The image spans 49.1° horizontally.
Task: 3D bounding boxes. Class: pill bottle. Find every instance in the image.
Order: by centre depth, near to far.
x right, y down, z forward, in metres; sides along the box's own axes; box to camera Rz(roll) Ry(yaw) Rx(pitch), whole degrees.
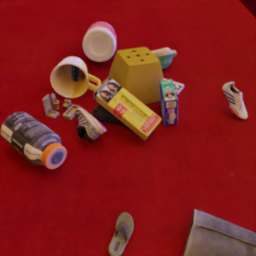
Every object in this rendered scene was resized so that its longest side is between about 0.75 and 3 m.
[{"bbox_3d":[-3.105,0.462,9.376,2.327,1.236,1.236,30,49,30],"label":"pill bottle"},{"bbox_3d":[-1.448,-4.627,14.739,1.631,1.631,2.906,-1,29,-1],"label":"pill bottle"}]

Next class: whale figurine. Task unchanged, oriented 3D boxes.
[{"bbox_3d":[1.802,-3.535,14.367,1.501,0.979,1.887,-6,12,29],"label":"whale figurine"}]

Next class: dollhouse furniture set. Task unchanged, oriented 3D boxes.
[{"bbox_3d":[-2.665,-0.933,11.281,1.045,0.852,0.994,16,43,18],"label":"dollhouse furniture set"}]

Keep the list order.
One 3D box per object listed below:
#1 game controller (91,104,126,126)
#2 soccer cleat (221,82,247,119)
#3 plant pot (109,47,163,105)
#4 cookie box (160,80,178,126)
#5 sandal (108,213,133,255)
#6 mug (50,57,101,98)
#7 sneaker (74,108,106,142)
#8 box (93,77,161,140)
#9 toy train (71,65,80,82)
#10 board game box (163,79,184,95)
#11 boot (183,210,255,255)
[{"bbox_3d":[-0.481,-0.532,11.249,1.979,0.417,1.032,11,29,11],"label":"game controller"},{"bbox_3d":[4.311,-1.085,11.129,0.548,0.680,1.597,-24,82,-26],"label":"soccer cleat"},{"bbox_3d":[0.362,-2.304,12.065,2.038,1.797,2.038,-13,43,-18],"label":"plant pot"},{"bbox_3d":[1.586,-1.016,11.064,0.538,1.224,1.431,-6,41,1],"label":"cookie box"},{"bbox_3d":[-0.154,2.778,7.352,0.481,0.345,1.210,17,45,5],"label":"sandal"},{"bbox_3d":[-2.416,-2.265,12.643,1.606,2.005,1.646,-30,29,15],"label":"mug"},{"bbox_3d":[-1.623,-0.089,10.351,0.871,0.734,1.990,-46,41,-7],"label":"sneaker"},{"bbox_3d":[-0.054,-0.703,10.284,2.497,0.626,0.940,41,74,6],"label":"box"},{"bbox_3d":[-2.437,-2.579,12.951,0.375,0.866,0.495,-6,37,-25],"label":"toy train"},{"bbox_3d":[1.915,-1.919,12.916,1.106,0.191,0.698,22,45,23],"label":"board game box"},{"bbox_3d":[3.028,2.735,7.120,2.828,1.026,2.571,12,40,24],"label":"boot"}]
